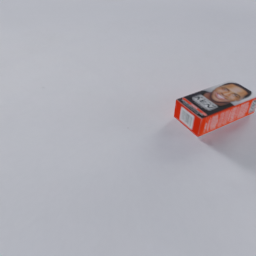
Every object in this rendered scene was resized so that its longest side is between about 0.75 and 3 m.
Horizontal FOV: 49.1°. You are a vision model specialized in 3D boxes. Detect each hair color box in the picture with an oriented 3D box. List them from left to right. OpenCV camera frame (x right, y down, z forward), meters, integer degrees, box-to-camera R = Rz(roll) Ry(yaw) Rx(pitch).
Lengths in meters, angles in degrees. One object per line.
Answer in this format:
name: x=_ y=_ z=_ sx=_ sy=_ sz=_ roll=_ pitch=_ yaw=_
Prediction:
hair color box: x=2.390 y=-0.583 z=7.614 sx=2.062 sy=0.631 sz=1.047 roll=-20 pitch=44 yaw=-24
